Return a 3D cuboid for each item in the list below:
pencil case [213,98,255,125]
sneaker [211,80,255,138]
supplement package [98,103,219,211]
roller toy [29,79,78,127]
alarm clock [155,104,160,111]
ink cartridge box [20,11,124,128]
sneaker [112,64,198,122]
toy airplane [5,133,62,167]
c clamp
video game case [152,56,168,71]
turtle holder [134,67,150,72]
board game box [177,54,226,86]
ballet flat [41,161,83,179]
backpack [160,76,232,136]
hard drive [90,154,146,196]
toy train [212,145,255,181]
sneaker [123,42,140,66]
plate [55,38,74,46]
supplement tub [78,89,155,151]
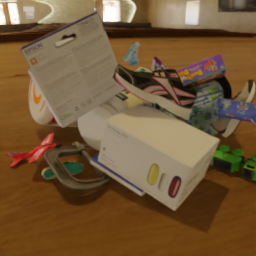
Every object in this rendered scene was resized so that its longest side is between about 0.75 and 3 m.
[{"bbox_3d":[3.283,-0.476,8.320,1.467,0.573,0.637,14,58,21],"label":"pencil case"},{"bbox_3d":[3.392,-0.694,8.944,0.799,2.016,0.745,31,0,13],"label":"sneaker"},{"bbox_3d":[0.839,0.634,7.921,2.606,1.445,2.029,28,32,25],"label":"supplement package"},{"bbox_3d":[-2.561,-1.354,11.098,2.045,2.927,2.670,5,20,-37],"label":"roller toy"},{"bbox_3d":[0.500,-1.003,12.856,2.815,0.937,1.899,-3,25,7],"label":"alarm clock"},{"bbox_3d":[-1.520,-1.710,8.290,2.555,2.560,0.520,-34,32,-21],"label":"ink cartridge box"},{"bbox_3d":[0.888,-1.340,8.514,2.880,1.243,1.157,22,10,-27],"label":"sneaker"},{"bbox_3d":[-3.078,0.809,9.173,1.965,0.361,1.965,-14,22,6],"label":"toy airplane"},{"bbox_3d":[-1.370,1.068,8.592,2.200,0.349,2.575,4,24,-33],"label":"c clamp"},{"bbox_3d":[1.420,-2.285,11.523,0.205,1.143,1.036,-39,-10,-6],"label":"video game case"},{"bbox_3d":[0.576,-2.306,14.056,1.628,1.156,1.237,-40,11,-19],"label":"turtle holder"},{"bbox_3d":[2.278,-1.758,10.914,2.762,0.618,1.857,-20,-12,12],"label":"board game box"},{"bbox_3d":[-2.018,1.256,8.571,1.248,0.472,0.399,-7,6,-22],"label":"ballet flat"},{"bbox_3d":[2.482,-0.535,10.544,2.643,2.156,2.032,-5,41,5],"label":"backpack"},{"bbox_3d":[-0.045,1.194,8.293,1.820,0.231,1.201,28,31,23],"label":"hard drive"},{"bbox_3d":[3.924,1.251,8.416,2.905,0.606,0.819,18,41,33],"label":"toy train"},{"bbox_3d":[0.289,-2.998,11.607,0.639,0.979,0.390,38,-5,-27],"label":"sneaker"},{"bbox_3d":[-3.307,-2.619,13.131,2.654,2.649,0.429,-3,2,31],"label":"plate"},{"bbox_3d":[-0.363,-0.461,10.349,1.973,1.973,2.722,13,28,26],"label":"supplement tub"}]
